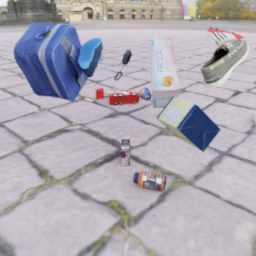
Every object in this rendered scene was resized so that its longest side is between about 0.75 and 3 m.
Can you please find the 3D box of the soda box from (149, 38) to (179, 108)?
[{"bbox_3d":[1.247,-2.038,10.127,0.883,0.950,2.777,-2,53,3],"label":"soda box"}]

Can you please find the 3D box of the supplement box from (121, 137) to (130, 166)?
[{"bbox_3d":[-0.087,0.780,9.468,0.317,0.566,1.041,0,26,0],"label":"supplement box"}]

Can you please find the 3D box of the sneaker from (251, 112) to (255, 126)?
[{"bbox_3d":[5.607,-0.367,12.057,0.623,0.449,1.192,-5,29,-22],"label":"sneaker"}]

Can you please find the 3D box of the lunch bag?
[{"bbox_3d":[-2.247,-2.125,8.896,1.649,2.492,1.693,11,59,15],"label":"lunch bag"}]

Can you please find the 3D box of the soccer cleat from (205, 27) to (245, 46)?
[{"bbox_3d":[3.031,-2.815,8.825,1.226,0.522,0.421,10,27,0],"label":"soccer cleat"}]

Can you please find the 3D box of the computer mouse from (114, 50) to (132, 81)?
[{"bbox_3d":[-0.286,-2.775,12.486,0.258,1.518,0.445,8,26,-46],"label":"computer mouse"}]

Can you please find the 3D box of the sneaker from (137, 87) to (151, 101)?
[{"bbox_3d":[0.612,-1.127,9.766,0.437,0.420,1.114,44,17,4],"label":"sneaker"}]

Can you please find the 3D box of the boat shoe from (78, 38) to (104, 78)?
[{"bbox_3d":[-1.138,-2.113,8.413,0.718,0.586,1.706,-2,43,19],"label":"boat shoe"}]

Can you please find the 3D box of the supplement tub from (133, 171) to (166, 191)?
[{"bbox_3d":[0.611,1.502,8.012,0.914,0.489,0.489,7,26,15],"label":"supplement tub"}]

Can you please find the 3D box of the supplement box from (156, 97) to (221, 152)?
[{"bbox_3d":[1.522,-0.112,7.181,0.735,1.095,1.094,-52,29,-2],"label":"supplement box"}]

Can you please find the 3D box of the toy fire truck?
[{"bbox_3d":[-0.596,-1.691,14.815,2.163,0.527,1.525,-6,26,-12],"label":"toy fire truck"}]

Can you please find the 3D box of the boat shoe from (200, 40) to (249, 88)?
[{"bbox_3d":[3.469,-2.522,10.016,2.670,0.798,0.954,-48,27,-25],"label":"boat shoe"}]
